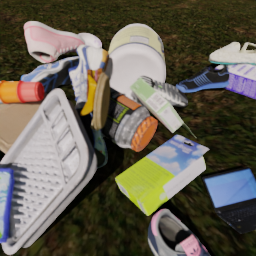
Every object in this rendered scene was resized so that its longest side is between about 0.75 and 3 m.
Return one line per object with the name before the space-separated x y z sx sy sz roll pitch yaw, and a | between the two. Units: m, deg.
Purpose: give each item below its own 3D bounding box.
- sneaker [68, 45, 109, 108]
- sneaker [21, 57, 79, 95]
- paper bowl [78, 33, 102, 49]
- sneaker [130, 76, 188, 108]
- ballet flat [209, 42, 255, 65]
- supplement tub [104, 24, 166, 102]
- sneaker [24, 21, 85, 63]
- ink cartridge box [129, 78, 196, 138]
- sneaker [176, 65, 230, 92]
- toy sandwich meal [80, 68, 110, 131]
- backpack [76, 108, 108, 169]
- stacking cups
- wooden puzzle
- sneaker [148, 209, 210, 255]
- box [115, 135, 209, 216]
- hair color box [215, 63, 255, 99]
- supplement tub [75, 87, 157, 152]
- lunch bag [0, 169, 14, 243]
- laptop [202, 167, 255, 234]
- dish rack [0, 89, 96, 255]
sneaker | -1.400 -1.458 8.851 1.044 2.368 0.891 21 24 -1
sneaker | -2.809 -2.176 10.820 1.081 1.063 2.808 31 46 27
paper bowl | -1.891 -3.848 13.152 1.203 0.626 1.203 14 47 -16
sneaker | 0.964 -0.956 9.397 1.928 1.113 0.723 22 43 -15
ballet flat | 4.348 -2.908 10.891 2.608 0.936 0.936 0 37 -16
supplement tub | 0.285 -2.528 10.399 2.114 2.114 2.916 2 38 3
sneaker | -2.723 -3.017 10.764 0.968 1.345 2.573 -17 -14 40
ink cartridge box | 1.047 -0.423 8.233 0.500 2.085 1.517 -43 47 2
sneaker | 2.718 -1.835 10.362 1.955 0.762 0.686 -7 25 14
toy sandwich meal | -0.774 -0.675 6.558 0.518 1.513 1.513 7 38 4
backpack | -1.283 0.381 7.195 1.409 1.131 1.540 -18 58 14
stacking cups | -3.833 -1.045 8.065 2.729 0.826 0.826 -2 37 10
wooden puzzle | -2.756 -0.028 8.214 2.621 0.488 2.424 32 46 12
sneaker | 1.172 2.464 4.935 0.838 0.979 2.388 -27 47 -27
box | 0.837 1.018 6.650 2.019 0.481 1.231 -33 30 -18
hair color box | 4.597 -1.796 10.574 2.391 0.775 1.307 29 43 30
supplement tub | -0.325 -0.312 8.068 2.161 1.324 1.324 33 48 20
lunch bag | -3.209 1.564 5.602 1.723 1.098 1.465 -1 74 -1
laptop | 2.611 1.530 6.226 1.299 0.757 1.466 -11 9 -10
dish rack | -1.776 0.883 5.933 0.636 2.920 2.506 24 25 -44
